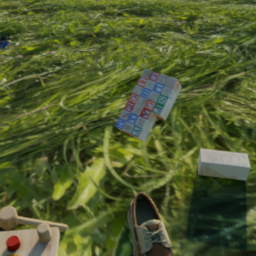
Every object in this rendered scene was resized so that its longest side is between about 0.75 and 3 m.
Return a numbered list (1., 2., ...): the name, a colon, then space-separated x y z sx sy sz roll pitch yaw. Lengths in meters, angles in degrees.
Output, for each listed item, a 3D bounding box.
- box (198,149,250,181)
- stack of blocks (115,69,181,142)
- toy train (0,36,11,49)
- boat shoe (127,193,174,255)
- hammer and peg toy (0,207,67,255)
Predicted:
1. box: 2.969 1.146 8.771 1.450 0.564 0.689 7 36 10
2. stack of blocks: 0.604 -0.627 8.306 1.140 0.580 1.979 25 84 26
3. toy train: -4.241 -2.429 8.474 1.474 0.338 0.251 -17 5 2
4. boat shoe: 0.492 2.534 6.530 0.903 0.881 2.387 -10 36 -14
5. hammer and peg toy: -2.473 2.751 6.154 2.002 0.960 2.722 -3 35 -4
